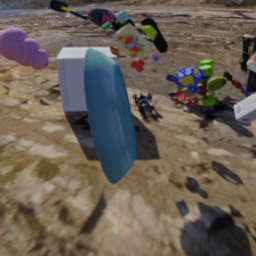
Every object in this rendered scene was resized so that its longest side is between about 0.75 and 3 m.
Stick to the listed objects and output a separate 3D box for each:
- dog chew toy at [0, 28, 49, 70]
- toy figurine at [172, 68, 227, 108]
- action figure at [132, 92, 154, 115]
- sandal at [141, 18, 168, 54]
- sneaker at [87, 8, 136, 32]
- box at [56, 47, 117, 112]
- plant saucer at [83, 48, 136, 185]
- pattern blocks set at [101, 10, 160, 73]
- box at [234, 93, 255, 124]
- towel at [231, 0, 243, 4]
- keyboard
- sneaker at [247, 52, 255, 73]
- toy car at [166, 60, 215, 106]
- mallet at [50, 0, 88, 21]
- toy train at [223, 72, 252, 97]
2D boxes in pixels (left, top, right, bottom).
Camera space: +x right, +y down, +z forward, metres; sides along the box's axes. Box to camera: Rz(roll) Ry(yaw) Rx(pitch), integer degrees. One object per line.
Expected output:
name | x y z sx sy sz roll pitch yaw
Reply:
dog chew toy | -2.789 -2.073 7.590 1.432 0.892 0.892 32 36 4
toy figurine | 1.747 -1.261 7.725 1.593 0.954 0.840 -10 40 43
action figure | 0.682 -1.236 12.412 0.925 0.794 1.556 -13 33 -2
sandal | 0.952 -3.686 11.058 0.413 0.688 1.831 -14 61 -28
sneaker | -0.497 -3.619 9.498 1.779 0.656 0.778 15 13 -18
box | -1.682 -2.136 12.286 2.448 2.435 1.600 -1 30 -2
plant saucer | -0.247 -0.265 5.579 0.486 2.705 2.705 -9 30 6
pattern blocks set | 0.128 -2.756 9.166 1.875 2.133 0.173 -25 40 48
box | 3.834 -0.841 7.233 0.484 2.503 0.519 13 64 -21
towel | 3.666 -4.696 9.904 0.873 0.151 0.579 36 49 10
keyboard | 4.343 -2.132 9.248 1.427 2.742 0.543 19 52 28
sneaker | 4.309 -1.717 8.061 1.696 0.695 0.654 27 3 -10
toy car | 2.877 -2.019 13.022 2.144 1.761 1.692 -3 28 19
mallet | -1.413 -2.925 7.062 1.338 0.275 0.441 32 26 28
toy train | 4.331 -1.729 11.097 0.252 0.339 1.479 -40 67 0
